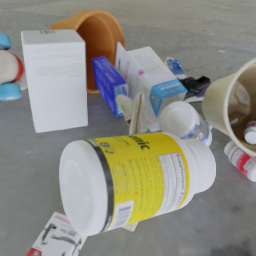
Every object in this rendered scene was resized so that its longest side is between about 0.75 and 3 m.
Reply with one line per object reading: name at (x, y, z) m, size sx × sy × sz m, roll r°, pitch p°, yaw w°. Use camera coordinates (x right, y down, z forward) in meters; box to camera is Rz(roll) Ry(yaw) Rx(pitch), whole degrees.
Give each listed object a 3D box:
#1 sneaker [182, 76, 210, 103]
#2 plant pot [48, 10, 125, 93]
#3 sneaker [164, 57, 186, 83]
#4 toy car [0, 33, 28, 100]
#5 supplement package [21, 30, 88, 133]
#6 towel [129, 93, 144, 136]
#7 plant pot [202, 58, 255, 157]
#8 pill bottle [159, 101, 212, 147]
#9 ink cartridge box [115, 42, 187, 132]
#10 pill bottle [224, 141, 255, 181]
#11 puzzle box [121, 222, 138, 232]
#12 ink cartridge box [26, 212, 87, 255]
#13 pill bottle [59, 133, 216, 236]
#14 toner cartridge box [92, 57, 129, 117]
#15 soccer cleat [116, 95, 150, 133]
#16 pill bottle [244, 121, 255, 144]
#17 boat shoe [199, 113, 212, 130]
sneaker at (2.005, -1.385, 10.037) m, size 2.071 × 0.907 × 0.784 m, roll -16°, pitch 36°, yaw -20°
plant pot at (-1.796, -2.977, 10.729) m, size 2.052 × 2.932 × 2.932 m, roll 20°, pitch 39°, yaw 34°
sneaker at (1.724, -2.258, 10.983) m, size 0.842 × 0.857 × 2.225 m, roll 2°, pitch 21°, yaw -10°
toy car at (-4.460, -1.885, 10.251) m, size 2.065 × 2.152 × 2.334 m, roll -15°, pitch -4°, yaw 11°
supplement package at (-2.195, -1.435, 8.446) m, size 1.598 × 2.636 × 1.579 m, roll -8°, pitch 33°, yaw -19°
towel at (0.165, -0.010, 6.826) m, size 0.263 × 1.012 × 1.527 m, roll 8°, pitch 57°, yaw 0°
plant pot at (3.140, -0.584, 7.476) m, size 2.407 × 2.407 × 2.203 m, roll -6°, pitch 7°, yaw -9°
pill bottle at (1.549, 0.039, 7.245) m, size 0.939 × 1.650 × 0.939 m, roll -13°, pitch 65°, yaw 29°
ink cartridge box at (0.574, -1.416, 8.815) m, size 0.913 × 1.549 × 2.691 m, roll -19°, pitch 58°, yaw -22°
pill bottle at (2.978, 0.793, 7.109) m, size 0.606 × 0.606 × 1.079 m, roll -13°, pitch 36°, yaw -19°
puzzle box at (-0.138, 1.178, 6.792) m, size 1.661 × 0.317 × 2.497 m, roll 15°, pitch 37°, yaw 21°
ink cartridge box at (-1.276, 2.139, 5.133) m, size 0.718 × 0.406 × 0.979 m, roll 13°, pitch 48°, yaw 19°
pill bottle at (0.283, 0.909, 5.368) m, size 2.846 × 1.584 × 1.584 m, roll -4°, pitch 31°, yaw -33°
toner cartridge box at (-0.631, -1.497, 9.672) m, size 0.516 × 1.136 × 2.391 m, roll -17°, pitch 39°, yaw -15°
soccer cleat at (0.049, -0.407, 7.859) m, size 0.518 × 0.463 × 1.335 m, roll -30°, pitch 72°, yaw -37°
pill bottle at (3.221, 0.136, 7.204) m, size 0.438 × 0.438 × 0.780 m, roll 17°, pitch 25°, yaw 24°
boat shoe at (1.923, -0.144, 8.489) m, size 1.918 × 0.595 × 0.691 m, roll -19°, pitch 38°, yaw -27°
